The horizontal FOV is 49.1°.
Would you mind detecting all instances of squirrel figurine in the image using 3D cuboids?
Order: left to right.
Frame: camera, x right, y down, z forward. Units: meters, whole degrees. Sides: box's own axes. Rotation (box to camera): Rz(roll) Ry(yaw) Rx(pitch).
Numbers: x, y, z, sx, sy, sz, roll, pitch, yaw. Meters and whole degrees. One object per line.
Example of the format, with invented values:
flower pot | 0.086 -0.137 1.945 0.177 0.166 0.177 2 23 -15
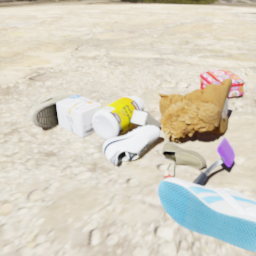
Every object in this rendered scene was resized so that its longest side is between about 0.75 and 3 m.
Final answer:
squirrel figurine | 1.976 -0.604 9.357 2.358 1.788 2.526 10 28 30

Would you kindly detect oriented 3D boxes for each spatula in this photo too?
spatula | 2.088 1.073 7.104 2.276 0.643 0.234 -38 6 -28

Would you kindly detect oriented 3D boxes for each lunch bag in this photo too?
lunch bag | 4.052 -1.965 12.633 1.729 0.804 1.963 -9 30 -7

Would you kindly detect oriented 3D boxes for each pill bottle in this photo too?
pill bottle | -0.254 -0.423 9.599 1.056 1.056 1.932 18 35 29

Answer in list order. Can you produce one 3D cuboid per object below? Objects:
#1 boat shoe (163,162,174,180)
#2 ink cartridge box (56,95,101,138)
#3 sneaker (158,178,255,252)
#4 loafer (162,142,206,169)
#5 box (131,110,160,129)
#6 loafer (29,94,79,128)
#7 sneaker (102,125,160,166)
boat shoe | 1.121 1.223 7.571 0.272 0.239 0.764 9 32 12
ink cartridge box | -1.673 -0.435 9.728 1.302 0.942 0.959 23 37 34
sneaker | 1.832 1.740 6.136 2.471 0.945 0.998 21 25 23
loafer | 1.542 0.860 7.976 1.352 0.514 0.456 21 45 31
box | 0.597 -0.181 9.155 0.502 0.418 1.222 15 -6 31
loafer | -2.749 -0.685 10.296 0.845 0.936 2.475 13 23 24
sneaker | 0.226 0.551 8.361 1.921 0.734 0.773 -24 41 -20
